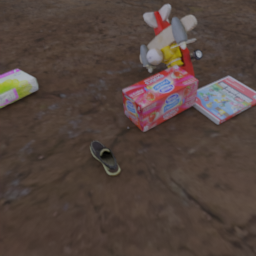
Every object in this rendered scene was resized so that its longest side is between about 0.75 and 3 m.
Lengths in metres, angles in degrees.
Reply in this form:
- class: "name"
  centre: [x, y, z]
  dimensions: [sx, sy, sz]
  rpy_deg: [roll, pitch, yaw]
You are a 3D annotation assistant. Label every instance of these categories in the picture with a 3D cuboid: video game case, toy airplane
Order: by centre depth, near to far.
- class: "video game case"
  centre: [3.681, -1.140, 10.770]
  dimensions: [2.502, 0.218, 1.789]
  rpy_deg: [-25, 49, -24]
- class: "toy airplane"
  centre: [1.386, -3.244, 10.886]
  dimensions: [2.763, 2.775, 1.958]
  rpy_deg: [33, 59, 31]

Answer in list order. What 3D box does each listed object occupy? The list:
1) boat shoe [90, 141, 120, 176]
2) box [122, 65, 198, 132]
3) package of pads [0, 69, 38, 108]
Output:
- class: "boat shoe"
  centre: [-0.701, 0.809, 8.509]
  dimensions: [0.542, 0.480, 1.480]
  rpy_deg: [-26, 49, -25]
- class: "box"
  centre: [1.143, -1.078, 9.896]
  dimensions: [2.451, 1.170, 1.222]
  rpy_deg: [-27, 50, -20]
- class: "package of pads"
  centre: [-4.605, -1.574, 10.867]
  dimensions: [1.394, 0.615, 1.805]
  rpy_deg: [28, 49, 33]
